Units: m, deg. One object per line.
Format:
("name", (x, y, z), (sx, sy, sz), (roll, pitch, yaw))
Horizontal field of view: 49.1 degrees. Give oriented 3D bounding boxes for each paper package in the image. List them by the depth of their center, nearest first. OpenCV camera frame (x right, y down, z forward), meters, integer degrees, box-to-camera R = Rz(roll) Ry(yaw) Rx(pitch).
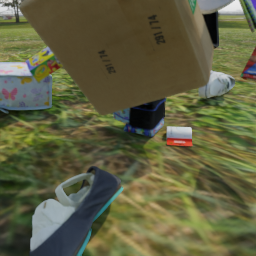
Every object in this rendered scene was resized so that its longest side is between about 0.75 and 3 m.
("paper package", (-0.032, -1.979, 5.629), (2.820, 2.958, 1.530), (-14, 41, 27))

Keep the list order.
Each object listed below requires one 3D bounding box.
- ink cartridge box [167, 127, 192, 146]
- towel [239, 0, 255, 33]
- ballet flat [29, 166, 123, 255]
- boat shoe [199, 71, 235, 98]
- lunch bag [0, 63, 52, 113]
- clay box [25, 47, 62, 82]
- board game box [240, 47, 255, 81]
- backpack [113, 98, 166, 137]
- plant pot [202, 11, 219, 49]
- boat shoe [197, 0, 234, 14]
("ink cartridge box", (1.428, 0.218, 7.813), (0.693, 0.205, 0.866), (3, 23, 7))
("towel", (1.634, -2.022, 3.812), (0.161, 1.019, 1.418), (-15, 32, 37))
("ballet flat", (-0.903, 1.353, 4.326), (0.962, 0.962, 2.632), (8, 22, 17))
("boat shoe", (3.701, -1.833, 11.387), (0.931, 1.025, 2.788), (13, 26, 29))
("lunch bag", (-4.233, -1.476, 10.021), (2.459, 1.563, 2.085), (-5, 24, -35))
("clay box", (-1.880, -2.000, 7.548), (1.743, 0.415, 1.002), (-36, 36, -4))
("board game box", (3.925, -1.625, 6.750), (0.236, 1.247, 2.422), (25, 5, -27))
("backpack", (0.217, -0.512, 8.383), (1.578, 1.062, 1.441), (10, 26, 20))
("plant pot", (1.205, -3.492, 9.153), (2.503, 2.497, 2.220), (21, -30, -26))
("boat shoe", (2.501, -3.372, 6.692), (2.159, 0.741, 0.611), (-38, -14, 0))
